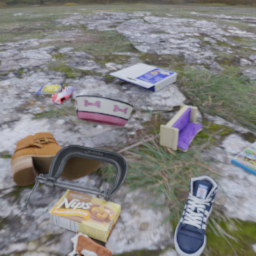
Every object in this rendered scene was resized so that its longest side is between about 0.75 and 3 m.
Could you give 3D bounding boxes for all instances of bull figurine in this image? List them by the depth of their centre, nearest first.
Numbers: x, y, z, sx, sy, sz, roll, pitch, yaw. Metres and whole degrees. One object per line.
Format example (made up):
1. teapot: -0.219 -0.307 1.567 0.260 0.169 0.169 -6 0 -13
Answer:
1. bull figurine: -0.990 2.961 6.726 1.188 0.387 0.721 14 37 24

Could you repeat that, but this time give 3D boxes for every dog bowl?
1. dog bowl: -0.941 -0.590 10.495 2.199 0.811 2.199 9 -5 1

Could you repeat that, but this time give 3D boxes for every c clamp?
1. c clamp: -1.353 1.465 8.029 2.608 0.353 2.228 5 51 4

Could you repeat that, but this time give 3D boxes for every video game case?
1. video game case: 4.774 1.121 9.988 1.886 0.168 1.350 -23 39 -34

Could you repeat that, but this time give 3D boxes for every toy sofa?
1. toy sofa: 2.190 -0.042 11.194 1.080 0.916 2.213 16 35 27

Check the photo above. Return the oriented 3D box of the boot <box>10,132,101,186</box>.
1. boot: -2.524 0.803 9.700 2.945 1.085 2.278 -7 27 -16

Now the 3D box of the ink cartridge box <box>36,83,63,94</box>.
1. ink cartridge box: -4.320 -2.181 15.383 1.222 0.287 1.208 3 31 1

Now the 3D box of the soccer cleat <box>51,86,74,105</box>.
1. soccer cleat: -3.230 -1.639 14.326 0.616 0.537 1.610 32 39 13

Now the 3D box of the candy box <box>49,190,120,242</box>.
1. candy box: -1.152 2.351 7.627 1.685 0.466 0.973 11 30 18

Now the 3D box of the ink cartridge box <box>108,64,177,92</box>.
1. ink cartridge box: 0.847 -2.868 16.197 2.836 0.674 2.870 25 41 33

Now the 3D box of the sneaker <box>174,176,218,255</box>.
1. sneaker: 1.769 2.159 7.243 0.778 1.205 2.221 14 34 21
